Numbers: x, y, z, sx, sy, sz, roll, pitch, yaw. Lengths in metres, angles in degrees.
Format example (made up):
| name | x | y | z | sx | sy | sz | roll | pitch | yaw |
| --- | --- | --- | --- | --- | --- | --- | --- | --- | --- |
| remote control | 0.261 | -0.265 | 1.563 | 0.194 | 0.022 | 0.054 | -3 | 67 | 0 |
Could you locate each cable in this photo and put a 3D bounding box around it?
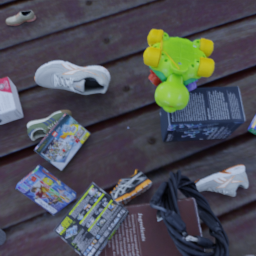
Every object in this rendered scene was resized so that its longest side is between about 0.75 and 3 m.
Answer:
| name | x | y | z | sx | sy | sz | roll | pitch | yaw |
| --- | --- | --- | --- | --- | --- | --- | --- | --- | --- |
| cable | 1.639 | 2.088 | 6.883 | 2.181 | 2.673 | 0.679 | 44 | 111 | 10 |

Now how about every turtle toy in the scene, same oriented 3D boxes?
| name | x | y | z | sx | sy | sz | roll | pitch | yaw |
| --- | --- | --- | --- | --- | --- | --- | --- | --- | --- |
| turtle toy | 1.381 | -1.682 | 8.256 | 2.009 | 1.393 | 2.756 | 12 | 48 | 2 |

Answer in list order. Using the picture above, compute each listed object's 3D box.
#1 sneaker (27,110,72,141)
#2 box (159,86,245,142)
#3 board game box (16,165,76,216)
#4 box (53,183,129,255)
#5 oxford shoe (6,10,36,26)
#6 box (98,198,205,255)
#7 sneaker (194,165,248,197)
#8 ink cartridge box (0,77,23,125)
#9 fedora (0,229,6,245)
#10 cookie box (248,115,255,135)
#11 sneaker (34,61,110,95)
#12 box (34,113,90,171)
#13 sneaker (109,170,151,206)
| name | x | y | z | sx | sy | sz | roll | pitch | yaw |
| --- | --- | --- | --- | --- | --- | --- | --- | --- | --- |
| sneaker | -2.687 | -0.020 | 9.673 | 1.631 | 0.547 | 0.732 | -19 | 51 | 0 |
| box | 2.316 | -0.408 | 9.270 | 2.335 | 1.733 | 1.250 | -3 | 70 | 0 |
| board game box | -2.468 | 1.920 | 8.496 | 1.008 | 0.256 | 1.489 | -39 | 113 | 14 |
| box | -0.844 | 2.197 | 6.582 | 1.139 | 0.315 | 1.422 | 33 | 71 | 19 |
| oxford shoe | -4.426 | -4.531 | 11.410 | 1.208 | 0.446 | 0.427 | -19 | 72 | -7 |
| box | 0.402 | 3.367 | 7.566 | 2.884 | 2.393 | 2.369 | -7 | 69 | -1 |
| sneaker | 3.011 | 1.869 | 9.039 | 1.948 | 0.737 | 0.896 | -18 | 76 | -5 |
| ink cartridge box | -4.872 | -0.788 | 9.898 | 1.890 | 0.809 | 1.395 | -19 | 72 | -5 |
| fedora | -4.386 | 3.204 | 8.541 | 1.209 | 1.069 | 0.546 | -6 | 36 | -19 |
| cookie box | 4.965 | -0.050 | 9.842 | 1.120 | 0.421 | 0.958 | 31 | 75 | 11 |
| sneaker | -1.925 | -1.663 | 9.692 | 2.641 | 1.000 | 1.215 | -1 | 32 | -6 |
| box | -2.194 | 0.463 | 9.436 | 1.100 | 0.304 | 1.611 | 43 | 73 | -21 |
| sneaker | -0.159 | 2.028 | 9.023 | 1.827 | 0.715 | 0.706 | -28 | 65 | -16 |
